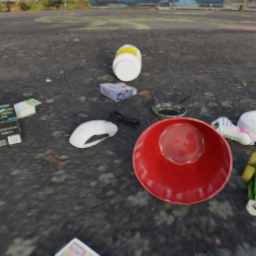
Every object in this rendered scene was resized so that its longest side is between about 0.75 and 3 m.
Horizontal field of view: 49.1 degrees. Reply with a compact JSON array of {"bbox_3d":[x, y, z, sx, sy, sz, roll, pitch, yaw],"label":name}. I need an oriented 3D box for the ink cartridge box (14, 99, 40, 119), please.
[{"bbox_3d":[-4.340,-0.791,11.736,0.643,0.368,1.239,22,36,34],"label":"ink cartridge box"}]

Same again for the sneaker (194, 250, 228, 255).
[{"bbox_3d":[1.558,2.777,5.324,0.638,0.426,1.115,6,27,15],"label":"sneaker"}]

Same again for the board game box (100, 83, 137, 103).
[{"bbox_3d":[-0.570,-1.831,13.509,1.476,0.455,1.476,23,37,34],"label":"board game box"}]

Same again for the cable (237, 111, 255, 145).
[{"bbox_3d":[4.897,-0.039,10.120,1.808,0.626,1.808,-7,30,-12],"label":"cable"}]

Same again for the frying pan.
[{"bbox_3d":[1.843,-0.902,11.948,1.405,0.378,2.322,10,29,16],"label":"frying pan"}]

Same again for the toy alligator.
[{"bbox_3d":[3.441,1.479,7.443,0.863,0.625,2.603,29,43,21],"label":"toy alligator"}]

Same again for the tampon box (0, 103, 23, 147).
[{"bbox_3d":[-4.467,-0.102,9.917,1.109,0.934,1.480,-13,32,-22],"label":"tampon box"}]

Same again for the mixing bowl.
[{"bbox_3d":[1.383,0.663,7.340,2.355,2.355,1.275,6,20,10],"label":"mixing bowl"}]

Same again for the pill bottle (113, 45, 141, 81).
[{"bbox_3d":[-0.048,-3.567,15.559,1.490,1.490,2.727,2,29,3],"label":"pill bottle"}]

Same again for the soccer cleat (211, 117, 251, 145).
[{"bbox_3d":[3.590,0.180,9.919,0.724,0.586,1.677,-21,30,-7],"label":"soccer cleat"}]

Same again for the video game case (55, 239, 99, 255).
[{"bbox_3d":[-1.217,3.156,4.840,1.697,0.213,2.370,21,36,33],"label":"video game case"}]

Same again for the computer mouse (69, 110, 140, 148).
[{"bbox_3d":[-0.916,-0.032,10.166,2.626,0.576,1.440,-24,39,-37],"label":"computer mouse"}]
